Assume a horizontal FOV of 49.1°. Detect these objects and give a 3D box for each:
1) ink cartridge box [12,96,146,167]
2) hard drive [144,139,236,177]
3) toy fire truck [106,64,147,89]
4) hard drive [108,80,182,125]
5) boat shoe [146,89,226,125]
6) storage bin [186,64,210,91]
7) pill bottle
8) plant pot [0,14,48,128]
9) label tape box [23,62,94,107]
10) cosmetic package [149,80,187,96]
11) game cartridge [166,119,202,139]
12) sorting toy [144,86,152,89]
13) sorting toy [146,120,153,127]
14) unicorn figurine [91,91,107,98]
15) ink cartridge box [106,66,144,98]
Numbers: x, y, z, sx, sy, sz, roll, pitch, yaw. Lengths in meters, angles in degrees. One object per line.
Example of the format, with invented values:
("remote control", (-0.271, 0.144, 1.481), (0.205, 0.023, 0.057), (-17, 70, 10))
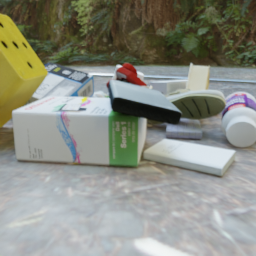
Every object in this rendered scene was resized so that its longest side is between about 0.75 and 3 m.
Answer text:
("ink cartridge box", (-1.058, -0.026, 7.092), (2.903, 1.219, 2.102), (2, 16, 8))
("hard drive", (1.443, 0.640, 6.577), (1.813, 0.238, 1.196), (10, 18, 31))
("toy fire truck", (0.228, -1.268, 10.057), (1.662, 1.979, 1.110), (29, 66, 22))
("hard drive", (0.270, -0.635, 6.423), (1.417, 0.334, 2.030), (12, 17, -10))
("boat shoe", (1.738, -0.802, 8.717), (2.620, 0.979, 0.896), (-7, 40, 36))
("storage bin", (2.457, -1.254, 9.939), (0.666, 1.420, 1.410), (7, -24, 18))
("pill bottle", (3.204, -0.237, 7.980), (1.039, 1.039, 1.865), (5, 28, 17))
("plant pot", (-4.029, -1.529, 7.587), (2.600, 2.947, 2.948), (-31, 12, 11))
("label tape box", (-3.049, -1.447, 10.234), (2.936, 0.929, 2.117), (19, 45, 18))
("cosmetic package", (2.003, -1.282, 11.326), (2.546, 1.291, 0.907), (-11, 15, -43))
("game cartridge", (1.748, 0.013, 8.811), (1.066, 0.316, 1.644), (6, 16, 9))
("sorting toy", (-0.003, -0.831, 8.729), (1.379, 0.737, 1.242), (2, 24, 11))
("sorting toy", (-0.314, -0.626, 10.056), (1.765, 0.317, 2.369), (16, 7, -26))
("unicorn figurine", (-1.473, -1.053, 11.280), (1.678, 0.902, 2.444), (-10, 25, 18))
("ink cartridge box", (-0.159, -1.606, 11.494), (1.171, 1.609, 0.676), (18, 15, -5))
